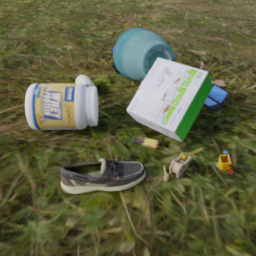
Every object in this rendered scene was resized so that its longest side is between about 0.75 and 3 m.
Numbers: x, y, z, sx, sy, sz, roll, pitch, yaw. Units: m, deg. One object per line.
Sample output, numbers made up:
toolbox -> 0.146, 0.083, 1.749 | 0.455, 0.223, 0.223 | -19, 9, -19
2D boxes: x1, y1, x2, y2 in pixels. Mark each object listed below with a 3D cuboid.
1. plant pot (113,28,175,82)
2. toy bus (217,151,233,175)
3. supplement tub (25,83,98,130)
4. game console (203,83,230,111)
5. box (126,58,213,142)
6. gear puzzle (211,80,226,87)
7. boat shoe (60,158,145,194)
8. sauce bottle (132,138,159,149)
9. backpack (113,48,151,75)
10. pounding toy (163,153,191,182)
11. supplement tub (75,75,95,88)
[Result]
plant pot -> 0.886, -3.282, 13.211 | 2.555, 2.555, 2.400 | -14, 27, -18
toy bus -> 3.032, 1.157, 8.880 | 0.379, 0.734, 0.692 | -7, 6, 7
supplement tub -> -2.466, -0.815, 10.792 | 2.485, 1.797, 1.797 | -1, 36, -1
game console -> 3.769, -1.412, 12.585 | 0.987, 0.684, 1.156 | -17, 38, -23
box -> 1.565, -1.117, 10.662 | 2.225, 1.219, 2.522 | 25, 81, 32
gear puzzle -> 4.231, -2.141, 14.068 | 1.239, 0.162, 0.642 | -7, 38, -5
boat shoe -> -0.741, 1.370, 8.566 | 2.653, 0.872, 0.948 | -7, 36, -9
sauce bottle -> 0.636, 0.535, 10.213 | 0.985, 0.325, 0.325 | 10, 37, 17
backpack -> 0.455, -3.539, 14.375 | 2.094, 1.543, 2.293 | -14, 21, -19
pounding toy -> 1.481, 1.165, 8.996 | 0.650, 0.648, 1.133 | 28, 47, 25
supplement tub -> -2.053, -2.000, 13.273 | 0.778, 0.778, 1.073 | -12, 36, -16
